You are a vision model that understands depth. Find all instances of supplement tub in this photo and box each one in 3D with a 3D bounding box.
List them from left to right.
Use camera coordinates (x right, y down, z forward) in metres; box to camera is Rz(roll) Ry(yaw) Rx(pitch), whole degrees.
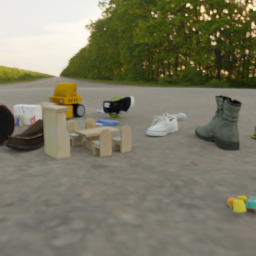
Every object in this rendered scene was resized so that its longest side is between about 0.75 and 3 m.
[{"bbox_3d":[-5.386,-0.238,9.972,2.821,1.508,1.508,7,13,38],"label":"supplement tub"}]

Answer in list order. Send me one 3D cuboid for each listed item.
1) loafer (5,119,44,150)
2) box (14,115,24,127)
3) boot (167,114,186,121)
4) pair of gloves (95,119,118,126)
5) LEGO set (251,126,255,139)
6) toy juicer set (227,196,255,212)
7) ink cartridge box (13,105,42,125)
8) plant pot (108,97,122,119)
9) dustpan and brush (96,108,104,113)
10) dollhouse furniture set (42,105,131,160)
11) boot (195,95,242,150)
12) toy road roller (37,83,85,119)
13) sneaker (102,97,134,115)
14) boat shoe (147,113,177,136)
[{"bbox_3d":[-3.131,0.136,9.565,0.913,0.893,2.502,5,12,22],"label":"loafer"},{"bbox_3d":[-5.619,-0.314,12.947,1.419,0.497,0.456,-1,11,-5],"label":"box"},{"bbox_3d":[2.431,-0.494,14.431,1.046,0.385,0.500,-5,16,19],"label":"boot"},{"bbox_3d":[-1.024,-0.276,13.690,1.101,0.156,1.369,1,12,1],"label":"pair of gloves"},{"bbox_3d":[5.180,0.119,10.385,1.071,0.620,0.823,3,11,15],"label":"LEGO set"},{"bbox_3d":[2.263,1.371,5.026,0.971,0.264,0.618,-4,-7,-6],"label":"toy juicer set"},{"bbox_3d":[-4.987,-0.641,13.578,1.559,0.908,0.526,3,11,21],"label":"ink cartridge box"},{"bbox_3d":[-0.647,-1.023,15.321,1.029,1.029,0.977,4,38,20],"label":"plant pot"},{"bbox_3d":[-1.514,-1.082,17.613,1.200,0.343,0.838,12,24,23],"label":"dustpan and brush"},{"bbox_3d":[-1.387,-0.008,8.781,2.275,1.481,2.090,-9,15,-39],"label":"dollhouse furniture set"},{"bbox_3d":[3.202,-0.338,9.871,0.884,1.706,2.612,-2,11,-11],"label":"boot"},{"bbox_3d":[-3.672,-1.486,15.281,1.606,1.907,2.613,7,13,32],"label":"toy road roller"},{"bbox_3d":[-0.611,-1.047,13.530,1.133,0.740,2.025,6,-15,-26],"label":"sneaker"},{"bbox_3d":[1.437,-0.193,11.415,0.728,0.840,1.970,10,15,41],"label":"boat shoe"}]
